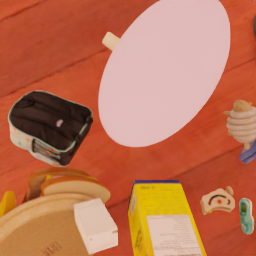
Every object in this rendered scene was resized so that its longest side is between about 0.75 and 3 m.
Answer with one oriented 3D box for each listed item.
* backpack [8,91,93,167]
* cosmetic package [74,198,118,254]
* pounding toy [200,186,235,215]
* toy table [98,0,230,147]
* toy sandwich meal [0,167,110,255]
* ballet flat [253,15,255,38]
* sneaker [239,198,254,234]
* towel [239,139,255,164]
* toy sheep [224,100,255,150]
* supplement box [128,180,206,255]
[{"bbox_3d":[-1.686,-0.011,5.939,1.541,1.182,1.355,27,53,-2],"label":"backpack"},{"bbox_3d":[-0.602,1.731,5.050,0.551,0.976,0.396,-8,113,-20],"label":"cosmetic package"},{"bbox_3d":[2.058,1.713,6.323,0.891,0.511,0.510,-22,59,-11],"label":"pounding toy"},{"bbox_3d":[0.610,-1.086,5.454,2.595,1.653,2.823,43,104,-10],"label":"toy table"},{"bbox_3d":[-1.736,2.149,6.036,2.928,1.003,2.928,-15,128,-21],"label":"toy sandwich meal"},{"bbox_3d":[4.328,-2.812,8.725,0.666,0.666,1.822,-4,88,0],"label":"ballet flat"},{"bbox_3d":[2.840,2.151,6.840,0.327,0.336,0.844,-13,73,41],"label":"sneaker"},{"bbox_3d":[3.586,-0.375,6.484,0.304,1.877,2.556,39,55,6],"label":"towel"},{"bbox_3d":[2.506,-0.072,6.081,0.779,0.779,1.130,-18,105,0],"label":"toy sheep"},{"bbox_3d":[0.707,2.212,5.935,1.106,2.033,1.113,2,126,-10],"label":"supplement box"}]
